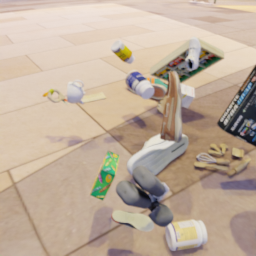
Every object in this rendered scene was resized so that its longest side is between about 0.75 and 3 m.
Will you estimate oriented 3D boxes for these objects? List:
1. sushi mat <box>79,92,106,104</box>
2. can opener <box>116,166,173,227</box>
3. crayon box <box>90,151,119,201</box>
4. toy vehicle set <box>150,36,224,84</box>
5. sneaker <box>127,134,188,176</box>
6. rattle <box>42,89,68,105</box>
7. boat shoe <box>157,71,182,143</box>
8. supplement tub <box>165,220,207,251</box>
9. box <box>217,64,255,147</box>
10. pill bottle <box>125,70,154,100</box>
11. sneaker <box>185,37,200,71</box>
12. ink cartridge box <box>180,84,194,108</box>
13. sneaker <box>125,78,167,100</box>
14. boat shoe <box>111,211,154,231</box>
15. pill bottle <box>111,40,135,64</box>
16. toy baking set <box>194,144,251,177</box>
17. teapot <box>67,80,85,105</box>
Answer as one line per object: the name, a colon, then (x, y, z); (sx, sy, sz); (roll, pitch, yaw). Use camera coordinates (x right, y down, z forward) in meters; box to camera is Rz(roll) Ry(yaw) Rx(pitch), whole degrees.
sushi mat: (-1.974, -1.607, 14.989); (1.493, 0.090, 0.714); (-14, 38, -20)
can opener: (0.500, 1.330, 5.069); (0.668, 2.505, 0.837); (-41, 68, -2)
crayon box: (-0.575, 1.185, 7.203); (0.374, 0.763, 1.284); (24, 16, -4)
toy vehicle set: (2.522, -2.843, 12.416); (1.787, 2.876, 0.381); (13, 67, -30)
sneaker: (0.977, 0.964, 10.546); (2.994, 1.093, 1.060); (-21, 24, -37)
rattle: (-2.821, -1.133, 11.032); (0.911, 0.651, 0.593); (19, 50, -39)
boat shoe: (1.120, -0.567, 7.673); (0.704, 1.961, 0.742); (-1, -2, 11)
supplement tub: (1.585, 2.940, 7.715); (0.993, 0.722, 0.722); (-5, 35, -8)
box: (4.468, -0.741, 8.379); (2.331, 2.932, 0.675); (24, 18, -13)
pill bottle: (0.507, -1.855, 12.131); (0.771, 0.771, 1.332); (-19, 50, -25)
sneaker: (2.065, -2.349, 8.949); (0.382, 1.038, 0.600); (4, 22, 26)
ink cartridge box: (2.118, -1.306, 11.157); (0.869, 0.628, 0.639); (18, 44, -5)
sneaker: (1.121, -2.273, 15.312); (2.750, 0.982, 1.099); (26, 33, 29)
boat shoe: (0.098, 2.255, 6.790); (1.052, 0.329, 0.374); (16, 62, -3)
pill bottle: (-0.166, -2.644, 9.896); (0.483, 0.884, 0.483); (-26, 47, 31)
toy baking set: (3.569, 1.249, 10.687); (2.124, 0.247, 1.630); (-28, 40, -35)
teapot: (-1.960, -1.338, 10.632); (0.653, 0.883, 0.894); (2, 4, -6)
